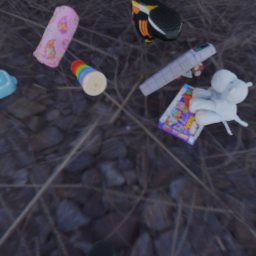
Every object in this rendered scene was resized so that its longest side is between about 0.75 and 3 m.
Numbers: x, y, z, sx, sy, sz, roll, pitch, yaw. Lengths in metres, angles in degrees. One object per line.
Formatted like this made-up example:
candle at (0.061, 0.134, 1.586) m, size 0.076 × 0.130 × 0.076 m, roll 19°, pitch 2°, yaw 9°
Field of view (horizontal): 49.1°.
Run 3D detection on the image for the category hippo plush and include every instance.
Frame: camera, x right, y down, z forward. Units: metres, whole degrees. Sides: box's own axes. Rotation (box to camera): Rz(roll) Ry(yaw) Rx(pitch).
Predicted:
hippo plush at (2.691, -0.810, 8.130) m, size 1.433 × 1.447 × 1.799 m, roll -26°, pitch 66°, yaw -22°

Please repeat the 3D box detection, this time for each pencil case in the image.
pencil case at (-2.320, -2.993, 9.149) m, size 0.864 × 0.864 × 1.976 m, roll 17°, pitch 76°, yaw 11°

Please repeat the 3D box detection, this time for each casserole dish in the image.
casserole dish at (-4.827, -1.404, 9.697) m, size 1.879 × 0.365 × 1.138 m, roll -29°, pitch 61°, yaw -19°

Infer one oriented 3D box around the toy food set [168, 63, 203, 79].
toy food set at (2.121, -1.991, 9.654) m, size 1.445 × 0.690 × 0.650 m, roll 4°, pitch 46°, yaw -37°

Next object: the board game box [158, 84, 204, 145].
board game box at (1.949, -0.477, 9.007) m, size 1.226 × 0.408 × 1.823 m, roll 28°, pitch 60°, yaw 16°

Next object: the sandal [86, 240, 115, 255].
sandal at (-1.038, 3.518, 6.381) m, size 0.767 × 0.488 × 2.041 m, roll 34°, pitch 50°, yaw 22°

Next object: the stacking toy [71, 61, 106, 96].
stacking toy at (-1.138, -1.392, 7.403) m, size 0.620 × 0.620 × 1.451 m, roll -26°, pitch 39°, yaw -17°

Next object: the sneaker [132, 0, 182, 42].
sneaker at (0.944, -3.472, 9.691) m, size 1.043 × 1.341 × 2.981 m, roll -14°, pitch 46°, yaw -14°

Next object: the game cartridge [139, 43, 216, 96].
game cartridge at (1.439, -1.674, 7.682) m, size 0.462 × 1.561 × 2.408 m, roll 54°, pitch 36°, yaw 0°
